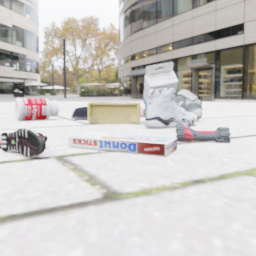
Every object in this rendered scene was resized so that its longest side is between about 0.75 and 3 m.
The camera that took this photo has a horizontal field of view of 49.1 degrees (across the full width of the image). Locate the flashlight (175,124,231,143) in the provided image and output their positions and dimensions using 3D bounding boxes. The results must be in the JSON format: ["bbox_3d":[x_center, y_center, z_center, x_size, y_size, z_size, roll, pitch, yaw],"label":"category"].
[{"bbox_3d":[2.044,0.140,7.751,1.449,0.491,0.492,-1,15,6],"label":"flashlight"}]

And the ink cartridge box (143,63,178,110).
[{"bbox_3d":[1.371,-1.676,12.038,1.256,0.723,2.168,-11,-35,-7],"label":"ink cartridge box"}]

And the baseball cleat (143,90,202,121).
[{"bbox_3d":[2.127,-1.074,13.475,2.921,1.554,1.018,4,-10,-11],"label":"baseball cleat"}]

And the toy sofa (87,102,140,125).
[{"bbox_3d":[-0.631,-0.674,12.536,2.376,0.984,1.160,0,8,-1],"label":"toy sofa"}]

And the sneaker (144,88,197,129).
[{"bbox_3d":[1.806,-0.822,11.321,2.698,1.551,1.014,-5,8,-35],"label":"sneaker"}]

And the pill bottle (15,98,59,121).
[{"bbox_3d":[-4.607,-0.941,14.188,1.979,1.111,1.111,-4,8,-30],"label":"pill bottle"}]

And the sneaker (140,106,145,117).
[{"bbox_3d":[1.236,-0.894,15.607,1.785,0.672,0.933,6,3,13],"label":"sneaker"}]

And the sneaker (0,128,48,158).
[{"bbox_3d":[-2.098,0.274,6.304,1.605,0.607,0.927,5,5,40],"label":"sneaker"}]

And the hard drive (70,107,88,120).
[{"bbox_3d":[-1.719,-0.837,15.371,1.971,0.618,2.922,2,7,15],"label":"hard drive"}]

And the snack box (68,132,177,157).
[{"bbox_3d":[-0.160,0.347,6.790,2.530,0.308,0.909,3,8,25],"label":"snack box"}]
